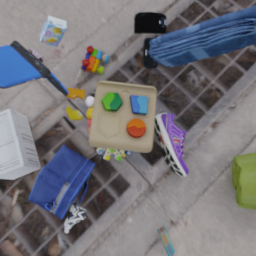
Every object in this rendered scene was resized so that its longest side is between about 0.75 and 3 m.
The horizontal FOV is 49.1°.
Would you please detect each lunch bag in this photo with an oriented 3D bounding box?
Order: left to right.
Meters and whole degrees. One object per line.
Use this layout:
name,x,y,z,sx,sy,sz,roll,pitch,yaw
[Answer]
lunch bag,-1.748,1.539,7.797,1.258,1.901,1.291,29,120,-1

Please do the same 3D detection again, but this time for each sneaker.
sneaker,-1.515,2.721,8.240,0.544,0.334,0.836,22,81,-27
sneaker,1.492,0.479,8.740,0.885,0.855,2.120,-15,76,-9

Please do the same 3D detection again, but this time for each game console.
game console,-2.324,-1.163,6.165,0.951,1.371,1.607,-45,58,-6
game console,0.707,-2.916,9.349,1.066,0.218,1.807,2,98,5

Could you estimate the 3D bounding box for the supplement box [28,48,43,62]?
supplement box,-3.455,-2.210,9.650,0.522,0.292,0.960,37,80,8

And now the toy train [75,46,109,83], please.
toy train,-1.199,-2.006,9.503,0.814,0.596,1.407,18,77,-9

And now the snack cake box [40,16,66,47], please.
snack cake box,-1.904,-2.417,7.078,0.462,0.804,0.270,6,69,-30

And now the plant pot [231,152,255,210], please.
plant pot,4.235,1.490,7.931,2.300,2.422,2.422,-4,76,13

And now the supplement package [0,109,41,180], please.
supplement package,-3.516,0.526,8.429,1.028,0.990,1.808,-22,74,6

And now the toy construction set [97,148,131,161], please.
toy construction set,-0.213,0.423,8.610,0.942,0.662,1.436,32,106,-30

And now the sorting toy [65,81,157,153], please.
sorting toy,-0.505,-0.375,7.602,2.491,0.334,1.856,6,79,-2

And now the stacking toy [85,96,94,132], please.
stacking toy,-0.914,-0.338,8.067,0.886,0.886,1.213,-24,114,-6

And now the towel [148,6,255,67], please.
towel,2.205,-2.415,8.023,2.969,1.658,0.721,-11,83,26

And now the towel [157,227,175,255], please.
towel,1.109,3.274,8.070,0.087,0.591,0.806,-29,71,16
